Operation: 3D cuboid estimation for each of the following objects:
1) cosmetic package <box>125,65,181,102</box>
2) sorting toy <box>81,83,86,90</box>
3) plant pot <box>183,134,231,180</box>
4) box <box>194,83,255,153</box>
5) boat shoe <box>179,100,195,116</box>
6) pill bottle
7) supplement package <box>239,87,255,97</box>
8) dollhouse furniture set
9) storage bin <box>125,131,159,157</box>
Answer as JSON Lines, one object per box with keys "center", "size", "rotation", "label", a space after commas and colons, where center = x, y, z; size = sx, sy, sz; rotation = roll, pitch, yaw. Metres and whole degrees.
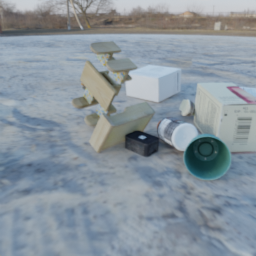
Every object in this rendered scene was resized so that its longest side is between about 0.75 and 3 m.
{"center": [1.235, -2.219, 13.757], "size": [1.977, 1.219, 1.983], "rotation": [17, 31, 38], "label": "cosmetic package"}
{"center": [-2.105, -2.203, 14.247], "size": [0.146, 0.602, 1.068], "rotation": [33, 1, 21], "label": "sorting toy"}
{"center": [2.057, 0.670, 7.384], "size": [1.147, 1.147, 0.920], "rotation": [5, 12, 12], "label": "plant pot"}
{"center": [3.202, -0.431, 9.235], "size": [1.364, 1.601, 2.504], "rotation": [-1, 23, -2], "label": "box"}
{"center": [2.404, -0.750, 11.005], "size": [0.523, 0.631, 1.756], "rotation": [23, 11, -1], "label": "boat shoe"}
{"center": [1.434, 0.124, 8.753], "size": [0.850, 0.850, 1.601], "rotation": [-6, 13, -14], "label": "pill bottle"}
{"center": [5.137, -0.649, 10.175], "size": [2.283, 1.250, 1.298], "rotation": [9, 25, 20], "label": "supplement package"}
{"center": [-0.868, -0.918, 9.170], "size": [1.920, 2.533, 2.890], "rotation": [-20, 61, -41], "label": "dollhouse furniture set"}
{"center": [0.417, 0.469, 8.620], "size": [0.948, 0.445, 0.641], "rotation": [19, 29, 39], "label": "storage bin"}
